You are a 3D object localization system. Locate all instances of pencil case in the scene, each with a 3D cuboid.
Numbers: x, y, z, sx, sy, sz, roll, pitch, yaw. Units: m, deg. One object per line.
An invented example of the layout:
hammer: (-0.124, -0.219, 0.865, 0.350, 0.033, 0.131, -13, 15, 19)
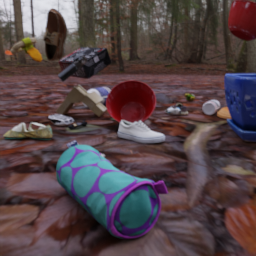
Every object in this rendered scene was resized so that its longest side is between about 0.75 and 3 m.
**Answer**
pencil case: (-0.463, 1.024, 5.155, 1.117, 1.029, 2.418, -35, 29, -22)

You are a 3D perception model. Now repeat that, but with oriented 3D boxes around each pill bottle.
pill bottle: (4.309, -1.068, 14.412, 0.675, 0.675, 1.164, 8, 16, 30)
pill bottle: (-1.832, -1.789, 16.496, 1.075, 1.075, 1.858, 8, 16, 28)

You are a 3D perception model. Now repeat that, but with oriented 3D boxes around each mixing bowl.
mixing bowl: (0.155, -0.843, 11.752, 2.024, 2.024, 1.096, 2, -24, 7)
mixing bowl: (3.877, -3.393, 9.141, 1.515, 0.821, 1.515, 27, 8, -4)

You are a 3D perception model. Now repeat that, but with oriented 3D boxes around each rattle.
rattle: (-4.630, -3.249, 12.489, 1.638, 1.170, 1.066, -23, 29, 27)

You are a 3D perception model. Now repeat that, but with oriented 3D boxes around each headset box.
headset box: (-2.023, -2.973, 12.660, 2.040, 0.788, 1.518, 14, 46, 42)

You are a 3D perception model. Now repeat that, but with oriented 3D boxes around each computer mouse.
computer mouse: (-2.612, -0.228, 11.744, 1.660, 0.364, 0.910, 14, 24, 28)

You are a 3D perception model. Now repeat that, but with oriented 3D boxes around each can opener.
can opener: (-2.051, -2.240, 10.274, 1.263, 0.337, 0.422, -39, 57, -3)

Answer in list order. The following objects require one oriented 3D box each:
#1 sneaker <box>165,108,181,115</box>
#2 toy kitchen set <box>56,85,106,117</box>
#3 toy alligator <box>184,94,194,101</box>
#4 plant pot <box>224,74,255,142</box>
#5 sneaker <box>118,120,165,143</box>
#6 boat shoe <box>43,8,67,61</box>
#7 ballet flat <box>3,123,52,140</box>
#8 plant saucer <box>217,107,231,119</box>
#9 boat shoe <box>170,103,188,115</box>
sneaker: (2.243, -0.801, 14.133, 0.430, 0.372, 0.992, -15, 11, -27)
toy kitchen set: (-2.240, -1.023, 14.285, 1.845, 1.664, 1.505, 40, 17, -3)
toy alligator: (4.205, -2.035, 19.004, 0.548, 0.397, 1.653, 36, 19, 20)
plant pot: (4.835, -0.754, 9.931, 2.456, 2.208, 2.456, 1, 14, 6)
sneaker: (0.402, 0.107, 9.670, 1.848, 0.654, 0.675, 9, 16, 31)
boat shoe: (-2.897, -3.531, 10.947, 0.812, 2.143, 0.769, 24, 47, 14)
ballet flat: (-3.523, 0.106, 9.850, 1.751, 0.619, 0.619, 1, 14, 6)
plant saucer: (5.392, -0.718, 13.625, 2.023, 0.379, 2.023, 0, 13, 0)
boat shoe: (2.650, -1.027, 14.566, 0.569, 0.513, 1.583, -3, 14, -13)
